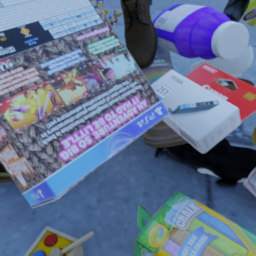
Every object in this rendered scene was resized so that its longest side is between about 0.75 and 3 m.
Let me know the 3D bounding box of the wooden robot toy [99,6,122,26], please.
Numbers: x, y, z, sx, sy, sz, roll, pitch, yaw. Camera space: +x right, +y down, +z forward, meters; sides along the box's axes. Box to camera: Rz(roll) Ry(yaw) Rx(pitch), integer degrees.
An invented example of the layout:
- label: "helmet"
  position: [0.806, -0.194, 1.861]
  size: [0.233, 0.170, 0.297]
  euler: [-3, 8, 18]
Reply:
- label: "wooden robot toy"
  position: [-0.908, -3.774, 9.555]
  size: [1.673, 0.759, 0.737]
  euler: [-23, 6, 42]

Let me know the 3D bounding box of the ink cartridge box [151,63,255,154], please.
- label: "ink cartridge box"
  position: [0.820, -0.364, 3.133]
  size: [0.990, 0.251, 1.124]
  euler: [-37, 42, -6]

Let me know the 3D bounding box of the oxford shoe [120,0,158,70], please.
- label: "oxford shoe"
  position: [0.150, -2.422, 6.284]
  size: [0.797, 2.194, 0.926]
  euler: [-8, -1, 21]

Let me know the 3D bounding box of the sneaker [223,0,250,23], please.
- label: "sneaker"
  position: [2.452, -2.658, 6.579]
  size: [0.508, 1.693, 0.883]
  euler: [31, 83, 4]

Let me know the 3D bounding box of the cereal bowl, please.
- label: "cereal bowl"
  position: [3.597, -2.256, 10.640]
  size: [2.275, 0.947, 2.275]
  euler: [-16, 3, 1]

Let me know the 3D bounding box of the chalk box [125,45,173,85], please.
- label: "chalk box"
  position: [0.435, -1.419, 8.581]
  size: [1.672, 1.663, 2.687]
  euler: [-3, 60, -3]

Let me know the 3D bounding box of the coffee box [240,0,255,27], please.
- label: "coffee box"
  position: [3.517, -3.729, 7.552]
  size: [1.295, 1.307, 1.309]
  euler: [-6, 74, -46]

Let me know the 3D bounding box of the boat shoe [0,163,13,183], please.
- label: "boat shoe"
  position: [-1.981, 0.706, 6.717]
  size: [2.915, 0.991, 1.049]
  euler: [-19, 82, -12]

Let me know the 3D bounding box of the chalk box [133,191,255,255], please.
- label: "chalk box"
  position: [0.925, 2.144, 4.765]
  size: [2.157, 1.342, 1.335]
  euler: [25, 43, 31]

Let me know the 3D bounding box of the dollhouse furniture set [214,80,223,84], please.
- label: "dollhouse furniture set"
  position: [1.456, -0.624, 4.856]
  size: [0.645, 0.369, 0.757]
  euler: [-26, 3, 2]

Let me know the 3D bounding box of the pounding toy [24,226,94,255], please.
- label: "pounding toy"
  position: [-1.245, 2.292, 5.082]
  size: [1.001, 0.711, 0.921]
  euler: [14, 39, 19]

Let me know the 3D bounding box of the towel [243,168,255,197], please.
- label: "towel"
  position: [3.542, 1.341, 6.285]
  size: [1.532, 0.258, 1.604]
  euler: [46, 54, 12]

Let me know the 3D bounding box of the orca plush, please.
- label: "orca plush"
  position: [2.212, 0.485, 7.240]
  size: [2.970, 1.056, 1.563]
  euler: [22, 42, 27]

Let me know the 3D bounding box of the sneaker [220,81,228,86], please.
- label: "sneaker"
  position: [3.454, -1.200, 9.980]
  size: [0.731, 0.574, 1.472]
  euler: [25, 44, 25]

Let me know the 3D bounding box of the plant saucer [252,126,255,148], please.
- label: "plant saucer"
  position: [3.260, 0.594, 6.125]
  size: [1.337, 0.324, 1.336]
  euler: [2, 59, -43]

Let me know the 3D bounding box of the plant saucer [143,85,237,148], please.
- label: "plant saucer"
  position: [1.336, -0.311, 5.688]
  size: [2.357, 0.347, 2.357]
  euler: [-25, 12, 6]

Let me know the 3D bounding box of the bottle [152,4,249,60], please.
- label: "bottle"
  position: [1.510, -2.152, 6.304]
  size: [1.194, 0.933, 2.859]
  euler: [-35, 31, 0]

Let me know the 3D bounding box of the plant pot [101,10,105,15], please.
- label: "plant pot"
  position: [-2.549, -1.668, 6.303]
  size: [2.906, 2.637, 2.892]
  euler: [17, 2, -24]

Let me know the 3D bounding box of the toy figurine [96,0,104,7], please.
- label: "toy figurine"
  position: [-1.257, -4.919, 11.038]
  size: [0.507, 0.576, 0.961]
  euler: [31, 28, 24]

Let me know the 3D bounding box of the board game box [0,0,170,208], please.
- label: "board game box"
  position: [-0.615, -0.343, 2.272]
  size: [1.190, 0.723, 1.493]
  euler: [-34, 91, -35]

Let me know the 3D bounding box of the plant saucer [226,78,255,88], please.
- label: "plant saucer"
  position: [4.350, -1.613, 10.803]
  size: [1.284, 0.235, 1.284]
  euler: [0, 37, 0]
